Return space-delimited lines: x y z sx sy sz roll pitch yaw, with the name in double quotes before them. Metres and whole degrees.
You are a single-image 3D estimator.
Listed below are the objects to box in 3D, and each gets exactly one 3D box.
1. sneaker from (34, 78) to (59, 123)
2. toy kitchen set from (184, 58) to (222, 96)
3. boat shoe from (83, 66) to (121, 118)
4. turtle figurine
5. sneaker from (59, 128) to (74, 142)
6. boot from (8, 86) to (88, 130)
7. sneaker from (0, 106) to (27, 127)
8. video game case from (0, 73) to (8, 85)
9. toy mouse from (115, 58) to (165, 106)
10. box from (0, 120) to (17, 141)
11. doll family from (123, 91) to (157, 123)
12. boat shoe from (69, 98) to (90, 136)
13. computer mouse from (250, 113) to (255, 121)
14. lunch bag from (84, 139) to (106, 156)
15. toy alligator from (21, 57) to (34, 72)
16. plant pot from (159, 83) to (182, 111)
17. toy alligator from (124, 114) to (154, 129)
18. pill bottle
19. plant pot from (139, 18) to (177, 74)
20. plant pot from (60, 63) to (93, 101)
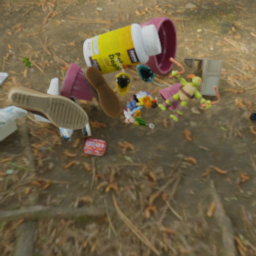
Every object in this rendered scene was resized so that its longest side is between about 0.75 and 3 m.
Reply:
"sneaker" -3.396 -1.119 11.459 1.107 1.916 0.706 5 18 -10
"toy kitchen set" 3.463 -2.511 13.696 1.532 1.694 1.878 5 9 1
"boat shoe" -1.032 -1.427 11.202 0.791 2.246 0.790 -30 14 -14
"turtle figurine" 1.875 -1.215 9.662 2.179 1.757 0.702 39 19 -6
"sneaker" -2.333 0.166 10.833 0.499 0.432 1.152 -20 26 -16
"boot" -2.716 -0.779 9.693 2.651 0.959 2.205 21 3 -16
"sneaker" -4.744 -0.409 10.923 1.603 0.613 0.647 -12 61 -21
"video game case" -6.810 -2.223 13.791 1.123 0.141 1.568 10 49 9
"toy mouse" 0.476 -1.701 11.214 2.044 2.300 0.445 -7 22 -15
"box" -5.420 0.197 11.212 0.625 0.752 1.829 31 53 18
"doll family" 0.333 -0.709 9.094 1.331 0.600 0.826 -35 42 3
"boat shoe" -2.233 -0.451 11.745 0.875 0.929 2.588 -22 46 -16
"computer mouse" 5.945 0.092 11.524 1.215 0.486 2.216 -3 49 -4
"lunch bag" -1.299 0.721 11.098 0.820 0.336 0.722 8 44 6
"toy alligator" -3.885 -2.500 10.837 0.281 0.203 0.847 -37 67 -5
"plant pot" 1.752 -1.244 10.645 0.808 0.902 0.902 -36 54 1
"toy alligator" 0.392 -0.235 11.164 1.313 0.316 0.435 28 54 -1
"pill bottle" -0.223 -3.236 11.521 2.934 1.603 1.603 -12 46 18
"plant pot" 0.856 -4.081 14.009 2.395 2.675 2.675 10 48 29
"plant pot" -1.984 -1.787 11.764 1.327 1.483 1.483 21 48 -10
